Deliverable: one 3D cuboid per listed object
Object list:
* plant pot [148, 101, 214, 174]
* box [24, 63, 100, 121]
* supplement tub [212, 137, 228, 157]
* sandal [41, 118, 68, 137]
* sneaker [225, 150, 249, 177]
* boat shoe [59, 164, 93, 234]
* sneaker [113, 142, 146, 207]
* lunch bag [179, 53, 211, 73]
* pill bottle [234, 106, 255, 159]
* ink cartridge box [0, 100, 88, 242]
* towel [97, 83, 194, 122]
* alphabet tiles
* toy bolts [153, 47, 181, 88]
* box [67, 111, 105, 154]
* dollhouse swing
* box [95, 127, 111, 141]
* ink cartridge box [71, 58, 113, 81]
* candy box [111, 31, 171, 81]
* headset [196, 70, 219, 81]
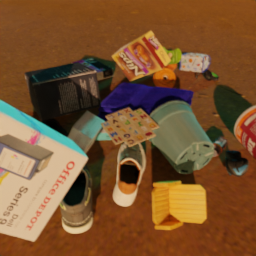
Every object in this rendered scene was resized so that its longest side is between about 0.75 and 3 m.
[{"bbox_3d":[1.553,0.341,8.226,1.682,1.682,1.647,-12,42,-17],"label":"plant pot"},{"bbox_3d":[-2.495,-1.463,10.509,2.222,1.401,2.260,-15,25,-21],"label":"box"},{"bbox_3d":[2.804,0.608,8.794,0.404,0.404,0.755,23,40,31],"label":"supplement tub"},{"bbox_3d":[-2.553,-0.061,9.674,1.282,0.307,0.482,31,63,32],"label":"sandal"},{"bbox_3d":[2.930,1.065,7.559,0.526,0.589,1.438,1,12,15],"label":"sneaker"},{"bbox_3d":[-1.423,1.349,7.267,0.986,0.824,2.758,-8,34,-12],"label":"boat shoe"},{"bbox_3d":[0.133,0.930,7.568,0.823,0.957,2.261,12,40,-4],"label":"sneaker"},{"bbox_3d":[3.444,-3.362,14.324,1.288,0.938,1.515,14,30,24],"label":"lunch bag"},{"bbox_3d":[4.258,0.514,7.956,1.424,1.424,2.521,-7,34,-10],"label":"pill bottle"},{"bbox_3d":[-2.684,0.686,5.610,2.179,2.998,1.312,-56,36,-2],"label":"ink cartridge box"},{"bbox_3d":[0.541,-0.823,9.585,2.873,0.712,2.122,12,50,31],"label":"towel"},{"bbox_3d":[0.028,-0.069,8.021,1.361,0.052,1.635,-21,39,-17],"label":"alphabet tiles"},{"bbox_3d":[1.143,-2.699,13.419,2.371,1.644,2.265,8,73,-6],"label":"toy bolts"},{"bbox_3d":[-1.367,0.220,8.655,0.682,1.038,1.043,32,38,-1],"label":"box"},{"bbox_3d":[1.144,1.718,6.210,0.882,1.003,0.912,-5,-7,38],"label":"dollhouse swing"},{"bbox_3d":[-0.646,0.155,9.562,1.256,0.309,0.517,-1,33,-2],"label":"box"},{"bbox_3d":[-2.004,-3.096,14.421,1.254,0.491,2.649,-22,37,-30],"label":"ink cartridge box"},{"bbox_3d":[0.401,-2.474,9.979,0.593,1.225,2.099,-46,19,-22],"label":"candy box"},{"bbox_3d":[3.872,-2.502,13.661,1.089,0.511,0.672,11,35,-11],"label":"headset"}]
